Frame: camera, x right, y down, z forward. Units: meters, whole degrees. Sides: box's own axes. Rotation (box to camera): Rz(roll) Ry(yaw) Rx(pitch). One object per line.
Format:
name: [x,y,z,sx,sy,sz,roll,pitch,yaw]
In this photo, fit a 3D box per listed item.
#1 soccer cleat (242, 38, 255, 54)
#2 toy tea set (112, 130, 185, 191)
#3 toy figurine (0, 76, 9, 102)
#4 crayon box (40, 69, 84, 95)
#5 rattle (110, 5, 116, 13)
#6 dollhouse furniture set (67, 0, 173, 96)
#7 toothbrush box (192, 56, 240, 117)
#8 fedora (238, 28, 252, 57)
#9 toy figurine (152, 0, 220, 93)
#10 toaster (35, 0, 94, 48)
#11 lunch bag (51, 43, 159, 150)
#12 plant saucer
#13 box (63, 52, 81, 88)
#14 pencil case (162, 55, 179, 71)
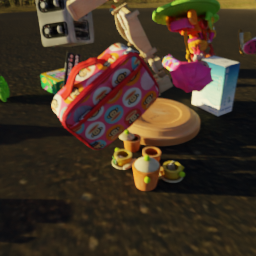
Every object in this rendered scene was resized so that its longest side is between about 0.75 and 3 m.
soccer cleat: [3.571,-2.305,7.634,1.105,0.386,0.477,-24,16,-2]
toy tea set: [0.350,0.672,7.346,1.390,0.865,2.337,-19,34,-31]
toy figurine: [-5.629,-1.422,11.478,1.137,0.928,1.236,-16,55,0]
crayon box: [-2.579,-2.218,12.759,2.334,0.680,1.386,-24,37,-37]
rattle: [-0.216,-4.192,10.428,0.578,0.888,0.634,-40,35,-19]
dollhouse furniture set: [-0.172,-2.087,6.928,1.269,2.868,1.486,-30,31,5]
toothbrush box: [3.181,-1.586,10.373,0.807,1.891,1.385,-18,33,-28]
fedora: [3.514,-2.569,8.353,0.344,0.844,0.844,-5,23,31]
toy figurine: [1.813,-2.072,7.777,1.782,2.184,2.373,-3,4,38]
toaster: [-2.331,-4.108,10.721,1.287,1.962,2.169,2,15,23]
lunch bag: [-0.451,-0.648,5.505,1.974,1.739,0.809,-44,50,-1]
plant saucer: [0.950,-0.358,9.627,3.001,0.484,3.001,-1,29,0]
box: [-1.494,-1.229,7.353,0.367,1.267,1.594,7,5,-12]
pencil case: [2.374,-3.254,14.573,0.742,0.742,1.679,-9,33,-16]
